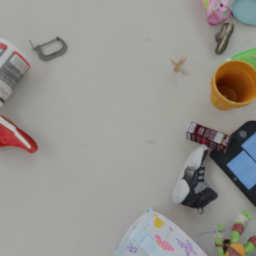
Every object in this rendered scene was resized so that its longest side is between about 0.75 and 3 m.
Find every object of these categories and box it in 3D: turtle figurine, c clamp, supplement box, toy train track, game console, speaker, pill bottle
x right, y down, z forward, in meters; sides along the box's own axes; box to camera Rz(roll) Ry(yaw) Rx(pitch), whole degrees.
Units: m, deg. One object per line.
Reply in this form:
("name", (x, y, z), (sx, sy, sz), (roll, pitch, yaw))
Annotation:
("turtle figurine", (3.049, 3.127, 7.480), (1.931, 1.991, 1.433), (-40, 33, -29))
("c clamp", (-2.861, -2.941, 10.050), (1.221, 0.165, 1.043), (-20, 75, -5))
("supplement box", (2.443, 0.291, 8.690), (1.311, 0.714, 0.399), (23, 75, 19))
("toy train track", (1.656, -2.056, 9.207), (0.199, 1.224, 0.702), (-44, 87, -12))
("game console", (3.991, 1.054, 8.792), (1.966, 0.345, 2.223), (-37, 76, -10))
("speaker", (4.052, -2.221, 9.542), (1.740, 0.770, 0.770), (-22, 75, -6))
("pill bottle", (-4.373, -1.530, 9.003), (1.377, 1.377, 2.418), (29, 76, 8))

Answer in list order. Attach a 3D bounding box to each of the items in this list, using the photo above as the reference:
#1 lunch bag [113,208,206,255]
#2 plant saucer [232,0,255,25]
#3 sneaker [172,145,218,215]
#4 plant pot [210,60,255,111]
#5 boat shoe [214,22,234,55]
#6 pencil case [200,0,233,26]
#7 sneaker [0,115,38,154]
("lunch bag", (0.901, 3.299, 6.833), (2.400, 2.830, 1.799), (39, 77, 10))
("plant saucer", (4.514, -4.386, 10.466), (1.339, 0.183, 1.339), (0, 74, 0))
("sneaker", (2.201, 1.567, 8.474), (1.148, 0.761, 2.017), (30, 72, -1))
("plant pot", (3.241, -1.195, 8.930), (1.452, 1.329, 1.452), (0, 74, -1))
("boat shoe", (3.357, -3.198, 10.032), (0.471, 0.478, 1.284), (21, 78, 33))
("pencil case", (3.077, -4.903, 10.217), (0.993, 0.993, 2.271), (-9, 73, -3))
("sneaker", (-3.750, 0.488, 8.871), (1.829, 0.717, 1.057), (36, 85, 22))
